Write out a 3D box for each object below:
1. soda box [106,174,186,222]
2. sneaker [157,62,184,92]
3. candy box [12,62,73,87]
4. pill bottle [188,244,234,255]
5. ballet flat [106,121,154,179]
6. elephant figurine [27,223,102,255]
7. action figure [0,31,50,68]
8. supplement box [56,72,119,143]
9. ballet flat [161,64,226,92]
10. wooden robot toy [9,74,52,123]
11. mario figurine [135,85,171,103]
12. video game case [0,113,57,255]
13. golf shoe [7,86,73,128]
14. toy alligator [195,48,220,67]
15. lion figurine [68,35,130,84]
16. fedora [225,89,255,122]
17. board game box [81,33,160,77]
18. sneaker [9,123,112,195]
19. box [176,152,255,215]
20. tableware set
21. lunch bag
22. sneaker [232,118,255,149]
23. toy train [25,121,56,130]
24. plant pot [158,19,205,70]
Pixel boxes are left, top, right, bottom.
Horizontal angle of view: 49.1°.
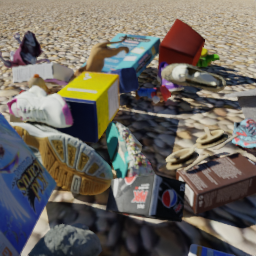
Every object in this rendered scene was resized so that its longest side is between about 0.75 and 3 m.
[{"bbox_3d":[0.206,1.112,4.475,0.532,0.594,1.680,17,-19,-21],"label":"soda box"},{"bbox_3d":[1.556,-1.994,10.882,0.779,0.806,1.932,-13,36,-9],"label":"sneaker"},{"bbox_3d":[-3.022,-1.866,10.096,1.661,0.594,1.393,-3,0,19],"label":"candy box"},{"bbox_3d":[1.470,2.169,3.872,1.344,0.753,0.753,11,32,16],"label":"pill bottle"},{"bbox_3d":[0.003,0.626,6.515,0.773,0.915,2.420,12,26,-19],"label":"ballet flat"},{"bbox_3d":[-0.033,2.329,2.843,2.677,1.894,2.077,30,69,18],"label":"elephant figurine"},{"bbox_3d":[-4.612,-3.245,12.555,2.575,1.918,1.725,-9,46,54],"label":"action figure"},{"bbox_3d":[-1.146,-0.701,8.295,1.234,1.227,2.254,8,30,13],"label":"supplement box"},{"bbox_3d":[2.285,-1.794,9.739,2.294,0.778,0.864,16,3,9],"label":"ballet flat"},{"bbox_3d":[-3.156,-1.192,9.051,1.107,1.140,2.512,16,30,6],"label":"wooden robot toy"},{"bbox_3d":[0.916,-1.113,9.927,1.255,0.665,0.775,4,65,27],"label":"mario figurine"},{"bbox_3d":[-2.233,0.645,4.263,0.579,2.308,2.547,-31,13,6],"label":"video game case"},{"bbox_3d":[-2.220,-0.398,6.976,1.068,0.879,2.333,-26,29,-32],"label":"golf shoe"},{"bbox_3d":[3.097,-3.455,13.586,2.750,0.815,0.746,29,81,40],"label":"toy alligator"},{"bbox_3d":[-1.092,-2.218,9.749,1.553,2.535,0.919,2,38,-37],"label":"lion figurine"},{"bbox_3d":[4.042,-0.566,7.675,2.268,1.158,2.564,-8,0,-31],"label":"fedora"},{"bbox_3d":[-0.230,-2.931,11.827,2.168,0.674,2.871,17,52,30],"label":"board game box"},{"bbox_3d":[-1.544,0.499,6.377,2.947,1.115,1.292,22,12,17],"label":"sneaker"},{"bbox_3d":[1.875,1.107,5.817,1.591,0.596,0.797,-14,32,-15],"label":"box"},{"bbox_3d":[1.547,0.420,6.451,1.740,0.349,1.150,-28,6,-24],"label":"tableware set"},{"bbox_3d":[-0.301,-1.599,9.668,0.819,0.841,1.237,-7,9,32],"label":"lunch bag"},{"bbox_3d":[2.995,0.120,6.918,0.595,0.717,1.501,-7,5,-9],"label":"sneaker"},{"bbox_3d":[-2.488,-0.101,8.290,1.156,0.197,0.265,8,36,13],"label":"toy train"},{"bbox_3d":[2.347,-3.328,12.085,1.474,1.671,1.672,26,70,15],"label":"plant pot"}]
